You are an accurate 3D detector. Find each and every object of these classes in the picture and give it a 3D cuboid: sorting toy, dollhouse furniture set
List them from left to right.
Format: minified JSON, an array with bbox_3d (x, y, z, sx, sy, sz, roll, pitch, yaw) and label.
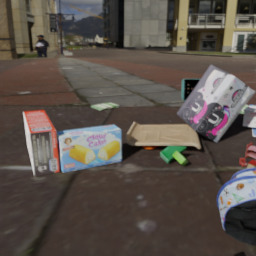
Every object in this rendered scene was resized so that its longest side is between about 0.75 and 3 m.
[{"bbox_3d":[1.002,0.400,8.131,2.102,0.419,2.844,4,17,9],"label":"sorting toy"},{"bbox_3d":[3.183,0.721,7.162,0.505,0.382,0.938,18,25,41],"label":"dollhouse furniture set"}]

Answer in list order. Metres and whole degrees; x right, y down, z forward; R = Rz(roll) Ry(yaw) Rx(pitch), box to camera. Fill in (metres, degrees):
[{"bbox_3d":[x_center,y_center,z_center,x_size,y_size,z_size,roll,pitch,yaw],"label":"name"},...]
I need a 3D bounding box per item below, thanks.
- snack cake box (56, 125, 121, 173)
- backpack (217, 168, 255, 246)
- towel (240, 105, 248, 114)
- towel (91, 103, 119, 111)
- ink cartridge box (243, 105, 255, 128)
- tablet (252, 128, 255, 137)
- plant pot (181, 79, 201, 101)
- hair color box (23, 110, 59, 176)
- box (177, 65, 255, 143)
[{"bbox_3d":[-0.968,0.485,7.063,1.558,0.896,0.523,-8,19,-23],"label":"snack cake box"},{"bbox_3d":[1.988,1.168,4.287,1.192,1.251,0.964,-6,33,-1],"label":"backpack"},{"bbox_3d":[4.922,-0.862,12.480,0.931,0.143,1.220,6,19,17],"label":"towel"},{"bbox_3d":[-1.062,-0.986,12.917,1.050,0.123,0.801,-15,23,-36],"label":"towel"},{"bbox_3d":[4.678,-0.370,9.815,1.083,0.638,1.881,8,13,29],"label":"ink cartridge box"},{"bbox_3d":[4.478,0.178,9.388,0.579,0.061,0.889,6,18,21],"label":"tablet"},{"bbox_3d":[3.295,-2.027,14.644,1.098,1.098,1.554,0,11,0],"label":"plant pot"},{"bbox_3d":[-2.295,0.308,7.290,0.635,1.101,1.986,-7,20,-21],"label":"hair color box"},{"bbox_3d":[2.616,-0.739,8.548,1.081,1.884,1.245,24,17,-30],"label":"box"}]
